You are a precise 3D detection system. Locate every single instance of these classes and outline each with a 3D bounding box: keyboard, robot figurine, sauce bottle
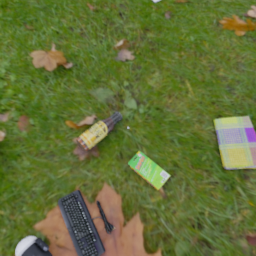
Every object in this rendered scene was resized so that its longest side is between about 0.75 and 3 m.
[{"bbox_3d":[-1.386,3.219,9.647,1.473,0.239,2.318,-25,68,-11],"label":"keyboard"},{"bbox_3d":[-2.946,4.097,8.904,1.344,0.838,1.009,39,67,17],"label":"robot figurine"},{"bbox_3d":[-1.084,0.080,10.907,1.990,0.657,0.657,-42,71,-17],"label":"sauce bottle"}]

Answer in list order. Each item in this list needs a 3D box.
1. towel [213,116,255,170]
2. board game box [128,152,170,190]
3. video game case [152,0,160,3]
[{"bbox_3d":[4.244,0.585,10.886,1.563,0.248,2.176,-4,64,-1],"label":"towel"},{"bbox_3d":[0.757,1.572,10.421,1.480,0.222,0.707,39,66,14],"label":"board game box"},{"bbox_3d":[1.529,-6.946,14.515,0.958,0.110,0.873,-30,68,-13],"label":"video game case"}]
